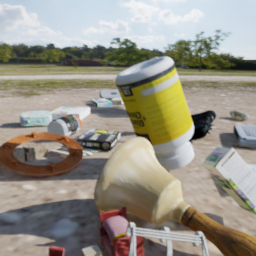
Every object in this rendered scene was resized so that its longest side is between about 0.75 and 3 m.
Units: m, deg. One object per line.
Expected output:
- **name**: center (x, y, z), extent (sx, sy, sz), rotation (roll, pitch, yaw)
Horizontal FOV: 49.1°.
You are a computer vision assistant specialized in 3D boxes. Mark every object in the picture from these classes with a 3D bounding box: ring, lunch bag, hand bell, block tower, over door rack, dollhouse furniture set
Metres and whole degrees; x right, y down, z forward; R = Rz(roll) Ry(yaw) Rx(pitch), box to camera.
- **ring**: center (-2.222, 0.564, 7.202), extent (2.119, 0.203, 2.119), rotation (8, 23, -3)
- **lunch bag**: center (-3.727, -0.350, 11.254), extent (1.264, 0.487, 1.014), rotation (-5, 18, -16)
- **hand bell**: center (0.990, 1.339, 4.064), extent (2.807, 1.461, 1.461), rotation (26, 27, 33)
- **block tower**: center (-2.795, 0.703, 7.487), extent (0.377, 0.352, 1.305), rotation (14, 20, 40)
- **over door rack**: center (0.490, 1.743, 3.100), extent (1.044, 0.471, 1.413), rotation (10, 27, -10)
- **dollhouse furniture set**: center (-0.521, 1.586, 3.710), extent (1.349, 0.549, 0.726), rotation (-6, 16, -22)

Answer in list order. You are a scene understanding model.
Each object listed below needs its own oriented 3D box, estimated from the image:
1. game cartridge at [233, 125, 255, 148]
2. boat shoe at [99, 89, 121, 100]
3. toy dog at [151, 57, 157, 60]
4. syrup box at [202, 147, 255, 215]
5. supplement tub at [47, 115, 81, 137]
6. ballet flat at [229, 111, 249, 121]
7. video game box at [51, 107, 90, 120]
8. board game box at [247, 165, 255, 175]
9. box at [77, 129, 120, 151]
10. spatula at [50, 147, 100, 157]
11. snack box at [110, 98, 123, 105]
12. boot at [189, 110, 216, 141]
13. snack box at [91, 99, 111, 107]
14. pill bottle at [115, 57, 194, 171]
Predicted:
- **game cartridge**: center (4.193, 0.274, 9.187), extent (1.238, 0.386, 1.859), rotation (8, 16, 13)
- **boat shoe**: center (-0.752, -2.008, 17.184), extent (2.087, 0.716, 0.591), rotation (3, -10, -17)
- **toy dog**: center (1.203, -1.857, 13.542), extent (1.782, 2.477, 2.555), rotation (19, 38, -30)
- **syrup box**: center (1.786, 0.851, 4.595), extent (0.456, 1.119, 0.441), rotation (-45, 10, -10)
- **supplement tub**: center (-2.133, -0.046, 9.595), extent (0.724, 0.724, 1.181), rotation (6, 16, 21)
- **ballet flat**: center (4.782, -0.529, 12.264), extent (0.334, 0.395, 1.045), rotation (-32, 23, -20)
- **video game box**: center (-2.623, -0.649, 12.653), extent (1.420, 0.365, 1.559), rotation (5, 15, 8)
- **board game box**: center (2.913, 1.109, 6.093), extent (1.139, 0.248, 1.144), rotation (3, 14, 3)
- **box**: center (-0.889, 0.355, 8.796), extent (1.066, 0.325, 1.322), rotation (4, 14, 11)
- **spatula**: center (-1.572, 0.656, 8.151), extent (1.302, 0.105, 0.905), rotation (8, 16, 28)
- **snack box**: center (-0.605, -1.565, 16.342), extent (0.704, 0.262, 0.991), rotation (3, 15, 12)
- **boot**: center (2.254, 0.011, 9.600), extent (1.518, 0.562, 1.244), rotation (-24, 17, 46)
- **snack box**: center (-1.531, -1.421, 15.803), extent (0.816, 0.260, 1.404), rotation (-6, 16, -21)
- **pill bottle**: center (0.739, -0.292, 6.681), extent (1.398, 2.495, 1.398), rotation (-20, 18, 7)
